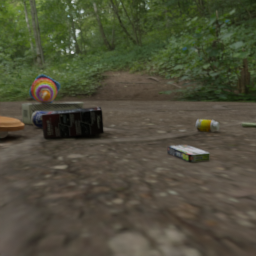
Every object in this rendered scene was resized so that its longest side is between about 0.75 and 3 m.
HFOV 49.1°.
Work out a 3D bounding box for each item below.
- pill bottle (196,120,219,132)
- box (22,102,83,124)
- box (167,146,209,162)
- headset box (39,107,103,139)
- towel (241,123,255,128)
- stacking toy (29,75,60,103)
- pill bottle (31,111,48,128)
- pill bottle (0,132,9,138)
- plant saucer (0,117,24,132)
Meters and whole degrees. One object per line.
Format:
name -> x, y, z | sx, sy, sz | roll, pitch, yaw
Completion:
pill bottle -> 2.975, -0.078, 10.473 | 0.783, 0.428, 0.428 | 5, 9, 36
box -> -3.627, -0.752, 13.682 | 2.769, 0.947, 1.138 | -7, 8, -40
box -> 1.340, 0.570, 6.340 | 0.525, 0.166, 0.954 | -2, 8, -19
headset box -> -1.919, -0.204, 9.520 | 2.101, 0.812, 1.564 | -4, 8, -5
towel -> 5.296, -0.118, 11.868 | 0.890, 0.162, 0.661 | 3, 7, 25
stacking toy -> -3.881, -1.618, 13.058 | 1.239, 1.311, 2.258 | 28, 6, -24
pill bottle -> -3.310, -0.318, 11.393 | 1.225, 0.680, 0.680 | 6, 9, 37
pill bottle -> -4.305, 0.046, 9.200 | 0.499, 0.499, 0.862 | -6, 9, -42
plant saucer -> -4.286, -0.166, 8.950 | 1.818, 0.293, 1.818 | 7, 7, -1
